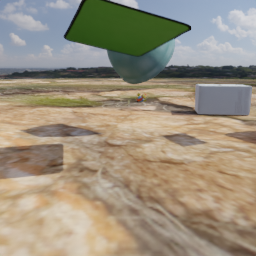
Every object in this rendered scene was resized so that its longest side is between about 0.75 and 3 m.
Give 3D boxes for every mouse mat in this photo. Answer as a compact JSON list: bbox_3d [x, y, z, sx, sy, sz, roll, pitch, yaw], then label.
[{"bbox_3d":[-0.147,-1.704,5.047,1.760,0.082,2.188,7,-2,-21],"label":"mouse mat"}]

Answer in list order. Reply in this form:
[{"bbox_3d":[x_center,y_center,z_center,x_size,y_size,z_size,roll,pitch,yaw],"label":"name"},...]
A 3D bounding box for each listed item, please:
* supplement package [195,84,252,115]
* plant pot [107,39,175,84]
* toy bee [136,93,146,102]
[{"bbox_3d":[3.679,-1.139,11.051,1.927,1.130,1.126,1,12,6],"label":"supplement package"},{"bbox_3d":[0.136,-2.314,7.564,1.869,1.869,1.252,12,-17,44],"label":"plant pot"},{"bbox_3d":[0.776,-1.596,14.767,0.832,0.452,0.545,30,-14,51],"label":"toy bee"}]
